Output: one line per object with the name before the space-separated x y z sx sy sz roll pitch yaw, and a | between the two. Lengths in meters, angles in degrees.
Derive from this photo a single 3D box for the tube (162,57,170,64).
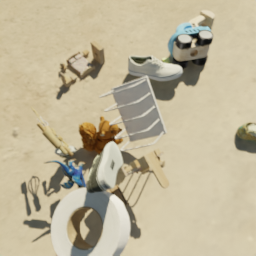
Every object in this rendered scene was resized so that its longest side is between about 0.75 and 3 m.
tube | 1.783 -2.878 12.775 0.259 0.231 0.891 16 50 -35

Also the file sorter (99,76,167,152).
file sorter | 0.150 -0.418 9.596 1.479 2.132 1.327 -14 14 28

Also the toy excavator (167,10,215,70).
toy excavator | 3.039 -4.376 12.999 2.860 1.469 2.941 -11 54 -7

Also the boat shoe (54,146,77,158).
boat shoe | -2.313 0.933 10.249 0.418 1.184 0.377 36 103 19

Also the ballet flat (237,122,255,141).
ballet flat | 5.462 0.221 10.846 2.324 0.822 0.822 8 63 4

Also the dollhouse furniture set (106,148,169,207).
dollhouse furniture set | 0.307 1.634 8.637 1.399 2.699 1.195 -22 80 -45

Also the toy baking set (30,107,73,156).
toy baking set | -2.535 0.161 9.036 0.231 1.522 1.983 -42 107 -6

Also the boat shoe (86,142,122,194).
boat shoe | -0.661 1.016 7.562 0.667 2.096 0.741 -24 104 16

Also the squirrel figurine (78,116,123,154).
squirrel figurine | -1.025 0.303 10.330 1.702 1.589 1.205 2 63 1

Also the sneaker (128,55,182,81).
sneaker | 1.078 -2.592 11.898 2.412 0.854 0.881 7 54 16

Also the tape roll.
tape roll | -1.072 2.826 7.921 2.185 0.764 2.185 -6 71 19

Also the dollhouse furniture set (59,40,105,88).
dollhouse furniture set | -2.220 -2.949 12.381 2.179 0.964 1.129 -40 69 -18

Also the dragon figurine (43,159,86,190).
dragon figurine | -1.790 1.594 8.962 0.613 2.083 1.036 -16 66 18
